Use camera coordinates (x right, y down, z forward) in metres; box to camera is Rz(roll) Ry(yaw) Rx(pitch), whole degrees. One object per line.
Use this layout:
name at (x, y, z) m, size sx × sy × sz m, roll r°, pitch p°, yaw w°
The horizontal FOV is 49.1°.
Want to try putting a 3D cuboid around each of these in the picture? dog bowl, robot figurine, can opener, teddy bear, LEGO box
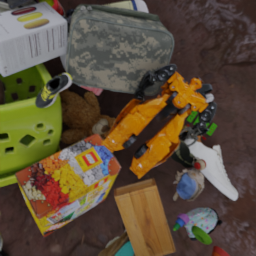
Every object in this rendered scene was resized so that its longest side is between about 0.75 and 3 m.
dog bowl at (-3.458, -2.732, 7.374) m, size 2.843 × 2.843 × 1.048 m, roll -7°, pitch 72°, yaw -1°
robot figurine at (0.640, -0.162, 6.010) m, size 1.762 × 0.707 × 2.430 m, roll 43°, pitch 105°, yaw -5°
can opener at (1.644, -0.767, 8.415) m, size 1.836 × 0.483 × 0.610 m, roll -18°, pitch 65°, yaw 13°
teddy bear at (-1.626, -0.432, 9.359) m, size 2.883 × 0.962 × 2.090 m, roll 48°, pitch 49°, yaw 11°
LEGO box at (-1.504, 1.553, 7.092) m, size 2.032 × 2.728 × 1.053 m, roll -27°, pitch 70°, yaw -25°

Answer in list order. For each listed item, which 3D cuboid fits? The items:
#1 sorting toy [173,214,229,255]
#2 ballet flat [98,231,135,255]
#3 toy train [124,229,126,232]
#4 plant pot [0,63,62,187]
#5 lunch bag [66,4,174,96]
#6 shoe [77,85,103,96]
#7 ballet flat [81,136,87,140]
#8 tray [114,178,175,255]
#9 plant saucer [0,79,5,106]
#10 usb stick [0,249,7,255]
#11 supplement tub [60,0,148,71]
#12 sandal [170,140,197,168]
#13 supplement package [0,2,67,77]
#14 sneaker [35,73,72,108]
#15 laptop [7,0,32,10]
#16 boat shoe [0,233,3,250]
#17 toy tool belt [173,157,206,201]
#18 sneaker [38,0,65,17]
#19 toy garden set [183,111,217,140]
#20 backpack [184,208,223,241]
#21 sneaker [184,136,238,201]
sorting toy at (1.379, 2.285, 5.440) m, size 1.322 × 0.458 × 0.455 m, roll 44°, pitch 67°, yaw 11°
ballet flat at (0.037, 2.921, 7.256) m, size 2.299 × 0.832 × 0.780 m, roll -31°, pitch 107°, yaw -38°
toy train at (0.235, 3.286, 9.470) m, size 0.535 × 0.392 × 0.925 m, roll 26°, pitch 84°, yaw -11°
plant pot at (-3.180, -0.081, 7.215) m, size 2.721 × 2.481 × 2.735 m, roll -16°, pitch 40°, yaw -19°
lunch bag at (-0.331, -2.057, 6.902) m, size 2.462 × 2.065 × 1.715 m, roll 5°, pitch 122°, yaw -12°
shoe at (-0.914, -1.649, 7.888) m, size 0.746 × 0.586 × 1.639 m, roll 30°, pitch 49°, yaw -23°
ballet flat at (-1.818, 0.024, 9.782) m, size 0.419 × 0.419 × 1.205 m, roll -43°, pitch 83°, yaw -4°
tray at (0.403, 2.152, 6.422) m, size 0.941 × 0.353 × 1.907 m, roll -16°, pitch 111°, yaw 3°
plant saucer at (-3.513, -0.636, 6.709) m, size 2.160 × 0.346 × 2.160 m, roll 3°, pitch 96°, yaw 38°
usb stick at (-5.156, 5.063, 9.203) m, size 2.741 × 0.447 × 0.760 m, roll -43°, pitch 86°, yaw -4°
supplement tub at (-0.763, -2.937, 9.268) m, size 2.893 × 2.097 × 2.097 m, roll -9°, pitch 84°, yaw -1°
sandal at (1.556, 0.732, 8.057) m, size 0.573 × 1.443 × 0.412 m, roll -27°, pitch 50°, yaw 16°
supplement package at (-2.274, -1.992, 6.192) m, size 1.628 × 0.892 × 0.926 m, roll -32°, pitch 66°, yaw -30°
sneaker at (-1.557, -0.750, 5.535) m, size 0.960 × 0.406 × 0.357 m, roll -42°, pitch 85°, yaw 16°
laptop at (-1.524, -3.740, 7.038) m, size 2.654 × 1.642 × 2.834 m, roll -24°, pitch 59°, yaw 2°
boat shoe at (-3.644, 2.837, 7.312) m, size 0.553 × 0.564 × 1.584 m, roll 6°, pitch 109°, yaw -8°
toy tool belt at (1.692, 1.491, 7.850) m, size 0.788 × 1.282 × 0.800 m, roll -12°, pitch 38°, yaw -33°
sneaker at (-3.205, -4.962, 9.967) m, size 1.058 × 1.167 × 2.747 m, roll -40°, pitch 85°, yaw -4°
toy garden set at (2.485, -0.008, 9.913) m, size 1.002 × 0.200 × 0.835 m, roll 35°, pitch 83°, yaw 3°
backpack at (1.781, 2.381, 7.031) m, size 0.873 × 1.046 × 0.662 m, roll -35°, pitch 74°, yaw 24°
sneaker at (2.923, 1.238, 9.335) m, size 1.076 × 0.925 × 2.541 m, roll -42°, pitch 84°, yaw 5°
